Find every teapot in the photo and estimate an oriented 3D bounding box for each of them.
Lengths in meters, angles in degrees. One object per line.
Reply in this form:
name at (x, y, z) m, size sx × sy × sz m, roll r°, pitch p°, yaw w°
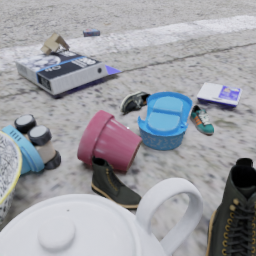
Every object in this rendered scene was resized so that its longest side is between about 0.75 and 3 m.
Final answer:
teapot at (-0.619, 1.766, 3.311) m, size 2.743 × 2.030 × 2.779 m, roll 9°, pitch 35°, yaw 13°

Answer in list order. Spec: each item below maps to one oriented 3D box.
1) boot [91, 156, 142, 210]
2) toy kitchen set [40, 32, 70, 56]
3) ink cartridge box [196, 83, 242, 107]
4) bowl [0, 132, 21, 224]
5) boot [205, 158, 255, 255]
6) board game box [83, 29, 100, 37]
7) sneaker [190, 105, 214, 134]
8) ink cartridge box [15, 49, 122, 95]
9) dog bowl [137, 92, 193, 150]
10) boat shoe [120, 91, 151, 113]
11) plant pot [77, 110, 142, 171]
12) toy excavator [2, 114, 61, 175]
boot at (-0.251, 1.061, 5.429) m, size 1.167 × 0.807 × 0.452 m, roll 16°, pitch 38°, yaw 21°
toy kitchen set at (-2.689, -2.998, 10.739) m, size 0.709 × 0.784 × 0.869 m, roll 36°, pitch 85°, yaw 29°
ink cartridge box at (2.896, -1.021, 8.942) m, size 1.235 × 0.270 × 1.246 m, roll 15°, pitch 35°, yaw 21°
bowl at (-3.113, 1.306, 4.568) m, size 2.917 × 1.369 × 2.917 m, roll -1°, pitch 35°, yaw 0°
boot at (1.503, 1.653, 3.896) m, size 0.873 × 1.559 × 2.254 m, roll 4°, pitch 35°, yaw 7°
board game box at (-2.054, -5.087, 14.908) m, size 0.866 × 0.267 × 0.867 m, roll -18°, pitch 38°, yaw -26°
sneaker at (2.020, -0.244, 7.677) m, size 0.378 × 0.423 × 1.059 m, roll -10°, pitch 36°, yaw -14°
ink cartridge box at (-2.223, -2.304, 10.428) m, size 2.899 × 0.629 × 2.872 m, roll -26°, pitch 38°, yaw -33°
dog bowl at (1.008, -0.229, 7.537) m, size 1.272 × 0.566 × 2.281 m, roll 9°, pitch 35°, yaw 13°
boat shoe at (0.237, -0.784, 8.444) m, size 0.423 × 0.449 × 1.250 m, roll 20°, pitch 37°, yaw 34°
plant pot at (-0.354, 0.370, 6.230) m, size 1.109 × 1.239 × 1.239 m, roll 24°, pitch 39°, yaw 7°
toy excavator at (-2.790, 0.554, 6.197) m, size 1.936 × 0.967 × 1.882 m, roll -36°, pitch 46°, yaw -29°
